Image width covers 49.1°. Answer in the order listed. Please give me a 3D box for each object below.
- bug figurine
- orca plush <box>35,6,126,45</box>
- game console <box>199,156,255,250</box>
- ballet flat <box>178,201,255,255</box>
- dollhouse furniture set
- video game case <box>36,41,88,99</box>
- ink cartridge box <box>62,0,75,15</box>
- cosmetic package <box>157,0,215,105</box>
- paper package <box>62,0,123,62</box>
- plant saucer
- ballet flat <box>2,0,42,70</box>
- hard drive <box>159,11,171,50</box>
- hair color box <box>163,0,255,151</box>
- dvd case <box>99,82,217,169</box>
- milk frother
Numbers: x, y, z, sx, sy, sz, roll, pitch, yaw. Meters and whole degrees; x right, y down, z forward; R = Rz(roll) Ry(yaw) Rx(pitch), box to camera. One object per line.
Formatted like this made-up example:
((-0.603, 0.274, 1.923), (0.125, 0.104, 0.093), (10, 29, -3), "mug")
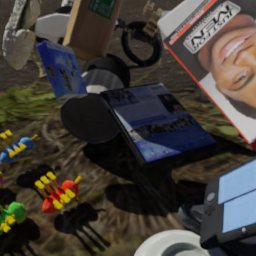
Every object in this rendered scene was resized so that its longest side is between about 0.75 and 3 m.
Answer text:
((-2.602, 1.326, 6.639), (2.298, 0.762, 2.963), (-34, 52, -29), "bug figurine")
((-1.575, -2.979, 8.776), (2.857, 1.016, 1.503), (-26, 78, -20), "orca plush")
((1.833, 1.054, 4.352), (0.260, 1.673, 1.480), (44, 39, -7), "game console")
((2.010, 2.038, 5.714), (2.060, 0.753, 0.753), (19, 41, 23), "ballet flat")
((0.719, -2.945, 7.772), (0.774, 0.548, 0.842), (33, 2, -3), "dollhouse furniture set")
((-0.980, -0.866, 4.303), (0.188, 0.826, 0.749), (-20, 1, 21), "video game case")
((-2.101, -4.417, 9.874), (0.301, 0.888, 0.515), (3, 38, -31), "ink cartridge box")
((2.650, -2.261, 6.915), (2.768, 2.776, 1.707), (-34, 67, 16), "cosmetic package")
((-0.878, -2.607, 6.747), (0.931, 1.800, 1.716), (17, 4, -21), "paper package")
((1.036, 2.668, 5.037), (2.074, 0.521, 2.074), (0, 37, 0), "plant saucer")
((-2.691, -2.635, 7.271), (0.797, 0.797, 2.222), (7, 82, 1), "ballet flat")
((1.769, -3.359, 9.505), (1.783, 1.176, 0.234), (-21, 9, -38), "hard drive")
((1.474, -0.835, 3.534), (1.224, 0.739, 2.412), (-43, 40, 18), "hair color box")
((0.571, -0.209, 6.368), (1.767, 0.217, 2.476), (-13, 45, -22), "dvd case")
((-0.406, -1.487, 8.552), (2.705, 2.997, 2.819), (7, 37, 1), "milk frother")
